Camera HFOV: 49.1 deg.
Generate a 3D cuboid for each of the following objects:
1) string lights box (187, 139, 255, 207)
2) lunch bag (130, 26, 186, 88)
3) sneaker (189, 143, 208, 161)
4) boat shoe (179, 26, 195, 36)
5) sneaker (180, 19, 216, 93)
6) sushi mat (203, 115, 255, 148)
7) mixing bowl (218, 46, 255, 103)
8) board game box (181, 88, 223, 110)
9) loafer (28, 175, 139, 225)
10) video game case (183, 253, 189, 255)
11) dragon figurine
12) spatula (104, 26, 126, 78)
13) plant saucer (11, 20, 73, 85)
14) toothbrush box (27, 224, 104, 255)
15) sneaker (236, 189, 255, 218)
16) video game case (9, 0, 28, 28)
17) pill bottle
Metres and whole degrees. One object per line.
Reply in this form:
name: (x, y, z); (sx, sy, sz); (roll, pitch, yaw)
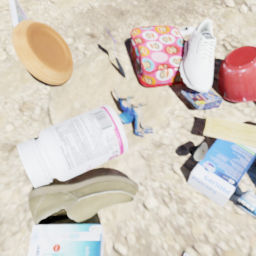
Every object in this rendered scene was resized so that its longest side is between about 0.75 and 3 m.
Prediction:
string lights box: (2.928, 1.024, 8.342); (1.198, 0.688, 2.332); (34, 60, 23)
lunch bag: (1.432, -2.902, 10.970); (2.441, 1.135, 2.771); (-8, 54, -6)
sneaker: (1.950, 0.753, 8.105); (0.923, 0.490, 0.345); (-31, 97, -54)
boat shoe: (2.676, -4.408, 12.610); (0.941, 0.308, 0.346); (-27, 58, -19)
sneaker: (2.477, -2.464, 9.528); (1.072, 1.129, 2.806); (13, 57, -15)
sushi mat: (3.171, 0.109, 8.561); (1.680, 0.102, 0.804); (14, 53, 13)
mixing bowl: (4.079, -2.064, 9.795); (2.167, 1.173, 2.167); (-21, 43, 21)
board game box: (2.506, -1.141, 10.008); (1.223, 0.377, 1.222); (-13, 48, -29)
loafer: (-1.158, 2.017, 7.423); (2.985, 1.135, 1.007); (-10, 56, 4)
video game case: (1.459, 3.732, 6.707); (0.809, 0.102, 1.130); (29, 59, 19)
dragon figurine: (0.014, -0.507, 9.384); (2.107, 1.047, 0.620); (34, 36, 31)
spatula: (-0.451, -2.790, 10.438); (0.214, 2.085, 0.589); (-20, 33, -1)
plant saucer: (-2.942, -2.817, 10.200); (0.482, 2.574, 2.574); (-25, 46, 32)
toothbrush box: (-1.486, 3.073, 6.800); (1.731, 0.738, 1.267); (-1, 53, 1)
sneaker: (3.709, 2.218, 7.358); (1.578, 0.592, 0.684); (39, 73, 19)
video game case: (-4.156, -3.954, 11.300); (0.237, 1.881, 2.626); (-21, 56, -2)
pill bottle: (-1.572, 0.544, 8.121); (2.816, 1.596, 1.596); (-23, 57, -16)
